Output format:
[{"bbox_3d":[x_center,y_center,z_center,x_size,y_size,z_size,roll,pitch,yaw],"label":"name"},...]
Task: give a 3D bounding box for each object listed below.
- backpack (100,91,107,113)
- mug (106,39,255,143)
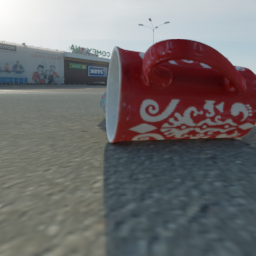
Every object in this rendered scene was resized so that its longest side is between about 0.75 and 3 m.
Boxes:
[{"bbox_3d":[-0.524,-0.875,9.857,0.717,0.846,0.953,29,-12,34],"label":"backpack"},{"bbox_3d":[1.096,-0.542,5.497,2.810,1.875,2.494,3,7,-12],"label":"mug"}]
